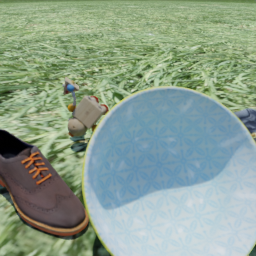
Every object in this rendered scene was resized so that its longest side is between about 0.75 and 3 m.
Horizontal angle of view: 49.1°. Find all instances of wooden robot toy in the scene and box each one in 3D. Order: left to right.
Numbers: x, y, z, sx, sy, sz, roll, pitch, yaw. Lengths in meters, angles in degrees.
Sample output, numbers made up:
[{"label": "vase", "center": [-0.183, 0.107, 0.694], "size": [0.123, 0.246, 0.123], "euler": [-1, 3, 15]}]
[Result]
[{"label": "wooden robot toy", "center": [-0.906, -0.137, 6.437], "size": [2.180, 0.989, 0.961], "euler": [41, 11, 1]}]

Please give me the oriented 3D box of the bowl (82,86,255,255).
[{"label": "bowl", "center": [0.537, 0.815, 4.179], "size": [2.554, 2.554, 1.374], "euler": [-10, -14, -18]}]

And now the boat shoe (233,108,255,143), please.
[{"label": "boat shoe", "center": [2.910, 0.214, 5.386], "size": [2.741, 0.970, 1.244], "euler": [-5, 59, -17]}]

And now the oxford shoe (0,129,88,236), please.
[{"label": "oxford shoe", "center": [-1.604, 0.860, 4.691], "size": [2.376, 0.862, 0.846], "euler": [30, 41, 24]}]
